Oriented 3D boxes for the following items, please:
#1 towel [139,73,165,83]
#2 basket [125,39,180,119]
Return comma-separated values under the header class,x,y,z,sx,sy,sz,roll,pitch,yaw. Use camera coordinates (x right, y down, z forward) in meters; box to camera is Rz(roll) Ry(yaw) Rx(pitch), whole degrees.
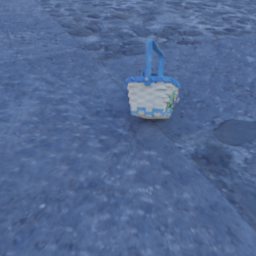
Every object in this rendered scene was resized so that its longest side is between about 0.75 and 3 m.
class,x,y,z,sx,sy,sz,roll,pitch,yaw
towel,1.045,-1.852,13.226,1.307,0.568,2.341,7,38,7
basket,1.031,-1.770,10.997,1.965,2.825,2.491,-1,1,19
